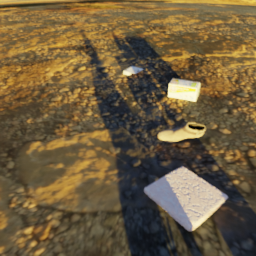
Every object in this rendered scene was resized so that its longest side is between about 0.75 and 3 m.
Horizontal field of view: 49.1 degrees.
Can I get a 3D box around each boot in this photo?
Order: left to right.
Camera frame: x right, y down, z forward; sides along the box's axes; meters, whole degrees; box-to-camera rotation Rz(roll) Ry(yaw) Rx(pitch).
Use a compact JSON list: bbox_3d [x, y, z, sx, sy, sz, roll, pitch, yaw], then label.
[{"bbox_3d":[2.055,0.133,10.625,1.641,1.199,0.576,-3,72,-13],"label":"boot"}]

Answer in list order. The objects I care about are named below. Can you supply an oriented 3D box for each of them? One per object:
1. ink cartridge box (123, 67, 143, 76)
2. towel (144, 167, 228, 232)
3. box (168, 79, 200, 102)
[{"bbox_3d":[0.331,-3.464,17.213,0.871,0.218,1.003,20,38,28],"label":"ink cartridge box"},{"bbox_3d":[1.723,2.046,8.468,1.786,0.301,1.870,-23,39,-32],"label":"towel"},{"bbox_3d":[2.841,-1.945,14.327,1.446,0.733,0.813,13,34,19],"label":"box"}]
